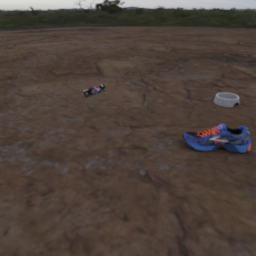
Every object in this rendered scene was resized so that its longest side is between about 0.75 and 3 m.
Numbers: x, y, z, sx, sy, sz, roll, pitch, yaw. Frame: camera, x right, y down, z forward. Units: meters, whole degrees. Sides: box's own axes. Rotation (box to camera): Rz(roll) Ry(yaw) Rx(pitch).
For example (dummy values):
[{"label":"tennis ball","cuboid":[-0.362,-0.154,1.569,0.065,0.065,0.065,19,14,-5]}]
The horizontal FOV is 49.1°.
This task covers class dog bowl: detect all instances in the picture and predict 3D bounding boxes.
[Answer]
[{"label":"dog bowl","cuboid":[4.928,-1.424,13.966,1.240,0.364,1.240,0,27,0]}]

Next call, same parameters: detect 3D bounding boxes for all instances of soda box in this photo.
[{"label":"soda box","cuboid":[-1.403,-1.567,11.798,0.352,0.315,0.994,-11,12,41]}]

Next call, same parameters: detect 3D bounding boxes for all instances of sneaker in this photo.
[{"label":"sneaker","cuboid":[3.118,0.264,9.878,2.378,0.933,0.896,1,25,2]}]
